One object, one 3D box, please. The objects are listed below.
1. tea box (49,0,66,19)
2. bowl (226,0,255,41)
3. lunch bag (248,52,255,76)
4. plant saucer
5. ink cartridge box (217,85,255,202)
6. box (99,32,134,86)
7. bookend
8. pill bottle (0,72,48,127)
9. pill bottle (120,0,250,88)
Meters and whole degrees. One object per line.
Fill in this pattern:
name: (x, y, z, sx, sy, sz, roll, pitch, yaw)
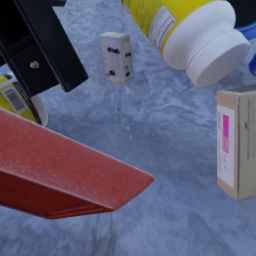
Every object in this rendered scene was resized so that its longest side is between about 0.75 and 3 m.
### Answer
tea box: (-2.714, -4.392, 7.664, 2.090, 2.056, 1.397, 44, 37, 13)
bowl: (2.920, -3.342, 7.824, 2.248, 0.441, 2.248, -7, 61, 13)
lunch bag: (2.831, -1.419, 4.288, 1.783, 1.516, 1.136, -21, 79, 14)
plant saucer: (-1.525, 0.623, 3.598, 2.711, 2.706, 0.497, 28, 58, -25)
ink cartridge box: (2.177, 0.167, 4.489, 1.391, 1.689, 0.634, -8, 16, -12)
box: (-0.245, -1.530, 6.210, 0.629, 1.078, 0.324, 18, 40, 36)
bookend: (-2.294, -1.448, 5.594, 2.133, 2.120, 0.983, -19, 18, 23)
pill bottle: (-3.624, -0.041, 6.848, 2.929, 1.647, 1.647, -35, 58, -26)
pill bottle: (0.988, -2.063, 5.196, 1.442, 1.442, 2.565, -25, 70, -20)
